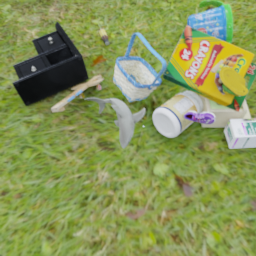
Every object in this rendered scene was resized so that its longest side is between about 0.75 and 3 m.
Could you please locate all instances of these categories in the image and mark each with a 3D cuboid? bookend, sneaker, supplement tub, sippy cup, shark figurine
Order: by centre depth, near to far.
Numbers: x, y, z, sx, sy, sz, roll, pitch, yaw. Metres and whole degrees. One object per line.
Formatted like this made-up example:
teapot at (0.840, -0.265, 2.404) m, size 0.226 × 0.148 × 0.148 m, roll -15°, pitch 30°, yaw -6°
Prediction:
shark figurine at (-0.361, -0.507, 7.732) m, size 1.148 × 0.802 × 1.922 m, roll -48°, pitch 55°, yaw 13°
sneaker at (2.187, -0.283, 8.651) m, size 1.005 × 0.405 × 0.419 m, roll 8°, pitch 18°, yaw 38°
supplement tub at (1.760, -0.509, 9.800) m, size 1.594 × 1.151 × 1.151 m, roll -36°, pitch 62°, yaw -29°
bookend at (-3.406, -2.641, 11.250) m, size 2.688 × 1.246 × 2.705 m, roll -26°, pitch 55°, yaw -12°
sippy cup at (3.525, -4.337, 12.294) m, size 1.741 × 1.866 × 2.376 m, roll -4°, pitch 42°, yaw 10°

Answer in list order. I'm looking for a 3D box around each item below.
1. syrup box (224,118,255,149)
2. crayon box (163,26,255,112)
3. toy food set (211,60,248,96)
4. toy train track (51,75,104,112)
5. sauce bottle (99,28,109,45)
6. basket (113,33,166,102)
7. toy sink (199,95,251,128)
syrup box at (4.399, 0.175, 9.667) m, size 1.898 × 0.773 × 0.747 m, roll -2°, pitch 55°, yaw -3°
crayon box at (2.808, -1.935, 9.283) m, size 2.843 × 0.722 × 1.805 m, roll 25°, pitch 91°, yaw 7°
toy food set at (3.076, -1.434, 8.674) m, size 1.319 × 0.431 × 0.776 m, roll 41°, pitch 60°, yaw -2°
toy train track at (-1.799, -1.217, 10.503) m, size 1.567 × 0.444 × 2.731 m, roll -6°, pitch 28°, yaw 37°
sauce bottle at (-1.101, -4.213, 12.991) m, size 0.317 × 0.317 × 0.979 m, roll -15°, pitch 59°, yaw -10°
basket at (0.373, -2.053, 9.862) m, size 1.380 × 1.984 × 1.750 m, roll -18°, pitch 62°, yaw -34°
toy sink at (3.606, -0.793, 10.150) m, size 1.879 × 1.053 × 1.225 m, roll 1°, pitch 56°, yaw 0°
